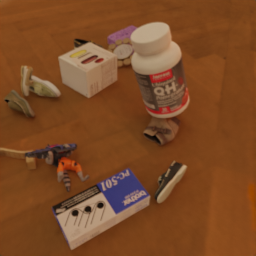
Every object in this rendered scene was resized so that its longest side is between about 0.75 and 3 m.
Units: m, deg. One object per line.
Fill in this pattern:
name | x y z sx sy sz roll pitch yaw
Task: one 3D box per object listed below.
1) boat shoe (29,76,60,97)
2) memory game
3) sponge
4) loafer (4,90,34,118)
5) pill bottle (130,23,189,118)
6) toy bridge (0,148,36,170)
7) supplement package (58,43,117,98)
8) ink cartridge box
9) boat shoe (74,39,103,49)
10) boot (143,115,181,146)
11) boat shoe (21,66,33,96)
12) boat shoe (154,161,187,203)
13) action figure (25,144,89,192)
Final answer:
boat shoe | -3.319 -1.480 10.778 1.801 0.648 0.558 24 64 34
memory game | -0.236 -3.409 12.597 1.734 0.110 1.734 -8 58 13
sponge | 0.603 -3.912 13.255 1.665 0.445 2.985 -34 55 -28
loafer | -3.931 -0.771 10.066 0.567 0.613 1.629 -40 51 -20
pill bottle | 0.947 -1.695 8.479 1.473 2.660 1.473 -12 43 12
toy bridge | -4.201 1.067 8.288 2.794 0.380 0.939 -11 44 -11
supplement package | -1.555 -2.327 11.097 1.583 1.218 1.656 31 51 27
ink cartridge box | -0.676 2.015 7.243 2.287 0.506 1.075 -23 50 -22
boat shoe | -1.875 -3.881 13.211 1.500 0.452 0.535 12 46 11
boot | 0.920 -0.113 9.387 1.613 0.566 1.179 30 58 34
boat shoe | -3.758 -1.725 10.447 0.387 1.132 0.423 2 21 -7
boat shoe | 1.088 1.473 7.792 0.459 0.575 1.522 28 39 24
action figure | -2.106 1.032 8.027 1.651 0.863 1.597 -4 34 -40
